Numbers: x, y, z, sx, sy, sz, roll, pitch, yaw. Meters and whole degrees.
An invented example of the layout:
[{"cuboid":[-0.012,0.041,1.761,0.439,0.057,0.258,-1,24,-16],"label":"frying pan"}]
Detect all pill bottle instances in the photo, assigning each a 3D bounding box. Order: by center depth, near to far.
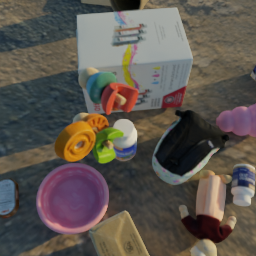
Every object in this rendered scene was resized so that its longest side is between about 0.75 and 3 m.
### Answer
[{"cuboid":[2.936,1.458,7.156,0.540,0.540,0.973,13,61,8],"label":"pill bottle"},{"cuboid":[-0.118,0.316,7.405,0.703,1.255,0.703,0,60,0],"label":"pill bottle"}]

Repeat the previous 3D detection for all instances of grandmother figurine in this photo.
[{"cuboid":[1.897,2.163,6.692,1.383,0.691,2.280,8,58,12],"label":"grandmother figurine"}]

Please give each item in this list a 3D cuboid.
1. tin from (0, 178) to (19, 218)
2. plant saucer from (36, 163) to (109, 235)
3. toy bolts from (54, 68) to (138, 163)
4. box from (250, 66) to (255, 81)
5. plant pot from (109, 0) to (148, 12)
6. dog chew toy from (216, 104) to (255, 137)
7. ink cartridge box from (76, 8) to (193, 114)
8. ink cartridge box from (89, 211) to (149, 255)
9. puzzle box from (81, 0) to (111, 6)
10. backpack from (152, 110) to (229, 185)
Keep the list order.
[{"cuboid":[-3.127,1.780,7.178,0.568,0.212,1.015,-13,61,-3],"label":"tin"},{"cuboid":[-1.362,1.763,7.003,1.752,0.444,1.752,2,59,-3],"label":"plant saucer"},{"cuboid":[-0.947,-0.362,6.252,1.392,2.006,1.917,38,24,32],"label":"toy bolts"},{"cuboid":[4.698,-1.347,8.782,0.602,0.552,1.718,-24,63,-13],"label":"box"},{"cuboid":[0.205,-5.038,10.584,1.434,1.434,1.245,32,49,17],"label":"plant pot"},{"cuboid":[3.311,-0.202,7.945,1.537,0.957,0.957,0,59,10],"label":"dog chew toy"},{"cuboid":[0.073,-1.888,8.177,2.921,2.123,2.113,-5,60,-2],"label":"ink cartridge box"},{"cuboid":[0.125,2.991,5.496,0.849,1.862,2.261,-24,62,-12],"label":"ink cartridge box"},{"cuboid":[-0.952,-5.924,11.600,1.522,0.291,2.287,7,60,4],"label":"puzzle box"},{"cuboid":[1.473,0.602,7.289,1.542,1.169,1.847,35,66,23],"label":"backpack"}]
